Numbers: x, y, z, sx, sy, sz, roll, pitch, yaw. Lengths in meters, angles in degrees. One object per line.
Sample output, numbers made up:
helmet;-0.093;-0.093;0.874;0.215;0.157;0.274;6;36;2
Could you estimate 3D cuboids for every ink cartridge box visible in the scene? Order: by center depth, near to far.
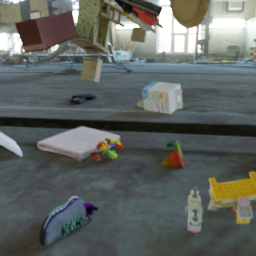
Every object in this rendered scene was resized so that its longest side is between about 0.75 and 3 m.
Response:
ink cartridge box;1.651;-1.406;12.999;1.684;1.083;1.055;13;36;38

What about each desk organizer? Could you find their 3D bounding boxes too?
desk organizer;-2.248;-2.791;8.030;0.729;0.783;2.033;-1;27;20

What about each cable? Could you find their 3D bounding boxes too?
cable;-0.146;-3.052;6.954;2.462;0.620;1.196;14;9;-27

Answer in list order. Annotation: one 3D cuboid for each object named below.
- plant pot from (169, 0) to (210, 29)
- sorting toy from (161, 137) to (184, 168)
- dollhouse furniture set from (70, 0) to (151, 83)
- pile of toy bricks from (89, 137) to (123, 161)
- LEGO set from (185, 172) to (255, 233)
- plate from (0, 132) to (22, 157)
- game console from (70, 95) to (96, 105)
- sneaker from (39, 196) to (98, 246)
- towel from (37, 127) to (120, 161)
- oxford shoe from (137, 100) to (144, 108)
plant pot;1.473;-3.222;6.838;1.526;1.526;0.210;-14;24;-38
sorting toy;1.177;0.683;7.663;0.529;0.533;1.537;-21;14;14
dollhouse furniture set;-0.579;-2.955;9.527;2.435;2.753;1.530;10;3;19
pile of toy bricks;-0.515;0.657;7.591;0.566;0.636;1.147;39;14;12
LEGO set;2.200;1.470;4.674;2.432;0.905;1.119;9;53;14
plate;-3.915;0.065;7.779;1.805;1.802;0.292;17;68;45
game console;-2.649;-1.586;15.477;1.221;0.249;2.070;3;15;12
sneaker;-0.948;1.524;4.641;0.538;0.458;1.230;10;18;15
towel;-1.466;0.433;8.556;1.800;0.304;1.885;12;20;33
oxford shoe;1.010;-1.224;14.141;1.185;0.446;0.342;-14;-21;-18
